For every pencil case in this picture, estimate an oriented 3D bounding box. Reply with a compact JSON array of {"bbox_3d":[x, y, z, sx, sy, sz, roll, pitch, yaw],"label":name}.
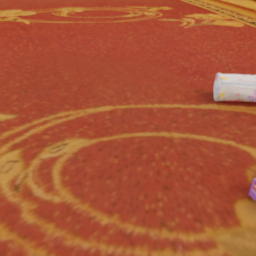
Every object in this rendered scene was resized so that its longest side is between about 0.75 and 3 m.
[{"bbox_3d":[4.320,-1.394,9.961,2.502,1.040,1.135,4,10,7],"label":"pencil case"}]

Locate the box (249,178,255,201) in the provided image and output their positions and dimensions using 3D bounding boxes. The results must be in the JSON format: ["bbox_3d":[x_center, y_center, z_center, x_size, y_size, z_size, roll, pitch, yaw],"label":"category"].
[{"bbox_3d":[4.551,1.538,6.159,2.963,0.579,2.028,-15,37,-20],"label":"box"}]
